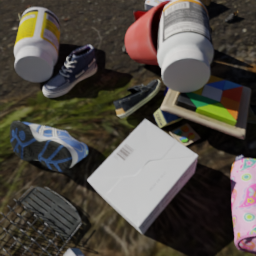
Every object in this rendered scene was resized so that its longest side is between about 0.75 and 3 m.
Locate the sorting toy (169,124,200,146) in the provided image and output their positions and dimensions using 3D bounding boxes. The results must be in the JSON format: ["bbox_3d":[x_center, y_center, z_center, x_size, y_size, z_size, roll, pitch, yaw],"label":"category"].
[{"bbox_3d":[1.890,0.228,9.320,0.791,0.144,0.732,-24,54,-17],"label":"sorting toy"}]

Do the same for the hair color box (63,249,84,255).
[{"bbox_3d":[-1.511,3.661,6.153,0.872,0.534,1.761,38,81,26],"label":"hair color box"}]

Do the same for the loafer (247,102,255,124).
[{"bbox_3d":[3.929,-0.600,9.590,2.087,0.727,0.785,0,53,0],"label":"loafer"}]

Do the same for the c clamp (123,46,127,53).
[{"bbox_3d":[0.186,-3.270,11.984,0.987,0.134,0.844,21,56,15],"label":"c clamp"}]

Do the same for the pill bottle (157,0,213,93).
[{"bbox_3d":[1.804,-2.670,8.996,1.719,1.719,2.954,4,55,3],"label":"pill bottle"}]

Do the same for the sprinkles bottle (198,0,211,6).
[{"bbox_3d":[3.368,-6.840,14.373,1.825,0.623,0.623,28,58,19],"label":"sprinkles bottle"}]

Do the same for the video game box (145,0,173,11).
[{"bbox_3d":[2.267,-6.487,13.804,2.301,0.539,2.096,21,77,16],"label":"video game box"}]

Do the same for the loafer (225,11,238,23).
[{"bbox_3d":[4.959,-5.338,13.434,0.857,0.310,0.312,-39,63,-24],"label":"loafer"}]

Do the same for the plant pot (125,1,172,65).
[{"bbox_3d":[1.069,-3.364,10.602,2.267,2.267,2.006,-38,22,-25],"label":"plant pot"}]

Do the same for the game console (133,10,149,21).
[{"bbox_3d":[1.912,-4.757,12.120,2.884,1.712,2.486,14,55,10],"label":"game console"}]

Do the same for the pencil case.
[{"bbox_3d":[3.251,1.904,7.214,1.103,1.103,2.523,12,45,9],"label":"pencil case"}]

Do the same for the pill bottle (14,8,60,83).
[{"bbox_3d":[-3.531,-3.236,10.936,1.593,1.593,2.788,-3,55,-2],"label":"pill bottle"}]

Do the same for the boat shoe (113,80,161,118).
[{"bbox_3d":[0.347,-1.182,9.856,2.183,0.814,0.679,-39,107,-26],"label":"boat shoe"}]

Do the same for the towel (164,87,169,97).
[{"bbox_3d":[2.215,-1.329,10.397,1.612,0.399,1.190,18,48,13],"label":"towel"}]

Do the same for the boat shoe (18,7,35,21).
[{"bbox_3d":[-4.822,-5.592,13.597,0.416,0.355,1.134,25,57,18],"label":"boat shoe"}]

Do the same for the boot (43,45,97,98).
[{"bbox_3d":[-2.243,-2.188,10.546,0.896,1.113,2.464,36,61,24],"label":"boot"}]

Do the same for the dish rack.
[{"bbox_3d":[-2.634,2.762,7.054,2.116,0.753,2.759,30,58,19],"label":"dish rack"}]

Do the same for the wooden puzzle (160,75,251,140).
[{"bbox_3d":[2.639,-1.028,9.076,2.603,0.524,2.814,21,45,9],"label":"wooden puzzle"}]

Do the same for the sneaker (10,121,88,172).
[{"bbox_3d":[-2.549,0.511,8.679,2.941,1.113,1.133,22,21,28],"label":"sneaker"}]

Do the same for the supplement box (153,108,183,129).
[{"bbox_3d":[1.398,-0.443,9.317,0.829,0.829,0.557,-21,82,-15],"label":"supplement box"}]

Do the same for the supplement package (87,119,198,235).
[{"bbox_3d":[0.427,1.298,7.571,1.794,1.277,2.303,37,72,24],"label":"supplement package"}]
